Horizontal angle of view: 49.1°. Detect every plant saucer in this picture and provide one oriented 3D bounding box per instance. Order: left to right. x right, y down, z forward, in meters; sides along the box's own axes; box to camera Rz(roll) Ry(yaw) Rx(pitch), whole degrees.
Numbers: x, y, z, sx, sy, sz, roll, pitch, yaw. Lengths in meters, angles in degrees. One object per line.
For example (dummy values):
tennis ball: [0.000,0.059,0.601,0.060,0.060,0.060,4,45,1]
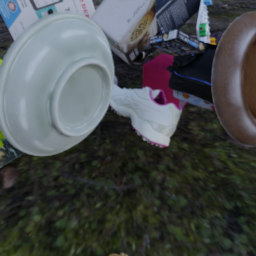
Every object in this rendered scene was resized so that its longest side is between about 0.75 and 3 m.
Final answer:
plant saucer: [-1.055,-0.659,5.424,0.724,2.885,2.885,25,42,29]
plant saucer: [2.966,-1.023,5.975,2.891,2.891,0.464,-22,15,-28]

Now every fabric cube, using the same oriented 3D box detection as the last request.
fabric cube: [1.631,-1.835,11.003,1.598,1.573,1.603,18,39,26]

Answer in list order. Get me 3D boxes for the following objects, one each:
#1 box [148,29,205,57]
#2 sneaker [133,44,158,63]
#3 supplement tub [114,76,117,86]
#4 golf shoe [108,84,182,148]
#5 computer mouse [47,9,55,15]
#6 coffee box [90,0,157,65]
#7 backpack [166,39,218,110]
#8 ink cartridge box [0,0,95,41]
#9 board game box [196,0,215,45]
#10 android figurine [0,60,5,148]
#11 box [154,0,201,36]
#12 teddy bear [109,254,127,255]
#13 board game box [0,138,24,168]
box: [0.967,-1.665,5.600,0.816,0.203,0.810,12,0,-35]
sneaker: [0.782,-3.971,14.688,2.322,0.821,1.135,-19,39,-22]
supplement tub: [-0.788,-1.382,8.483,0.817,0.501,0.501,0,31,-32]
golf shoe: [0.346,-0.611,7.198,0.983,1.194,2.609,13,23,-49]
computer mouse: [-1.498,-2.597,8.437,0.404,2.373,0.695,-31,37,16]
coffee box: [-0.013,-2.696,7.432,0.941,1.333,2.358,40,4,5]
backpack: [2.007,-1.439,7.338,1.799,1.386,1.713,24,58,8]
ink cartridge box: [-2.468,-3.773,8.863,2.591,1.901,1.892,-21,34,-3]
board game box: [2.573,-2.933,9.112,0.264,2.041,2.042,0,51,23]
android figurine: [-2.900,-0.563,5.940,1.974,0.445,2.169,-36,67,-4]
box: [1.131,-4.138,9.381,1.810,1.141,1.842,-44,50,0]
teddy bear: [0.011,3.073,5.011,1.582,0.528,1.147,31,53,26]
board game box: [-3.248,-0.182,8.506,0.368,1.767,2.612,-4,24,46]
